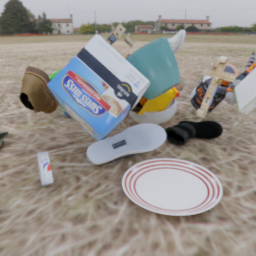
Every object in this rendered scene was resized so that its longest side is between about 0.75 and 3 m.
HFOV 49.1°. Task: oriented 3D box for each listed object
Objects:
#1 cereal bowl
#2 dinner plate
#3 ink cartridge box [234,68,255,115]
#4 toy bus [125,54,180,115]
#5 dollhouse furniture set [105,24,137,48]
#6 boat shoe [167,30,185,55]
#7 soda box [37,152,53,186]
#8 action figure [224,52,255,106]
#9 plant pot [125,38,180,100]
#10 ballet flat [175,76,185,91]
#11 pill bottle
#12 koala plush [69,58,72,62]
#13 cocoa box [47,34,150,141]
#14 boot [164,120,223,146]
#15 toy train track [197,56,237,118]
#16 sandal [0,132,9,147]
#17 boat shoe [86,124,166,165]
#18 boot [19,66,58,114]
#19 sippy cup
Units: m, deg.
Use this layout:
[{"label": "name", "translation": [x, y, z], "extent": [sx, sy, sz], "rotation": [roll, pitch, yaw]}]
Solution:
[{"label": "cereal bowl", "translation": [0.998, -0.673, 11.201], "extent": [1.933, 0.805, 1.933], "rotation": [-9, 30, 5]}, {"label": "dinner plate", "translation": [1.049, 1.429, 6.878], "extent": [2.401, 0.291, 2.401], "rotation": [-1, 21, 0]}, {"label": "ink cartridge box", "translation": [3.561, -1.168, 7.762], "extent": [0.336, 1.402, 1.020], "rotation": [22, 47, -14]}, {"label": "toy bus", "translation": [0.874, -1.625, 10.768], "extent": [2.164, 1.530, 2.254], "rotation": [1, 44, -37]}, {"label": "dollhouse furniture set", "translation": [-0.250, -2.916, 9.380], "extent": [0.554, 0.786, 0.550], "rotation": [-21, 34, 53]}, {"label": "boat shoe", "translation": [1.793, -3.582, 12.124], "extent": [0.692, 1.624, 0.600], "rotation": [13, 50, -22]}, {"label": "soda box", "translation": [-2.124, 1.043, 7.137], "extent": [0.263, 0.830, 0.283], "rotation": [-7, -18, -26]}, {"label": "action figure", "translation": [4.111, -1.539, 9.707], "extent": [1.083, 2.003, 2.071], "rotation": [42, -2, 26]}, {"label": "plant pot", "translation": [0.777, -1.674, 8.556], "extent": [1.695, 1.360, 1.695], "rotation": [-29, -1, -1]}, {"label": "ballet flat", "translation": [1.323, -1.984, 11.829], "extent": [2.142, 0.720, 0.729], "rotation": [2, 53, 20]}, {"label": "pill bottle", "translation": [3.409, -1.588, 11.084], "extent": [1.226, 1.226, 2.308], "rotation": [-4, -21, -11]}, {"label": "koala plush", "translation": [-1.119, -1.862, 10.904], "extent": [1.659, 1.871, 1.719], "rotation": [6, 17, 42]}, {"label": "cocoa box", "translation": [-0.838, -0.884, 7.996], "extent": [1.827, 1.857, 2.784], "rotation": [-47, 0, -9]}, {"label": "boot", "translation": [2.205, 0.175, 9.475], "extent": [1.720, 0.647, 1.286], "rotation": [2, 13, 32]}, {"label": "toy train track", "translation": [2.253, -1.124, 7.597], "extent": [1.002, 1.747, 0.284], "rotation": [26, 7, 42]}, {"label": "sandal", "translation": [-4.288, 0.532, 9.102], "extent": [0.505, 0.363, 1.272], "rotation": [3, 37, 1]}, {"label": "boat shoe", "translation": [-0.064, 0.546, 8.240], "extent": [2.389, 0.835, 0.791], "rotation": [-21, -11, -14]}, {"label": "boot", "translation": [-2.634, -0.789, 8.083], "extent": [0.886, 0.908, 2.408], "rotation": [17, -18, 1]}, {"label": "sippy cup", "translation": [-2.500, -1.454, 11.876], "extent": [2.248, 1.648, 1.765], "rotation": [-28, -3, -27]}]
